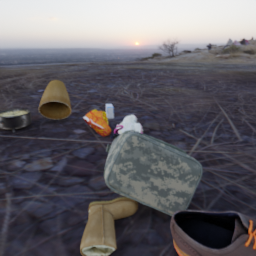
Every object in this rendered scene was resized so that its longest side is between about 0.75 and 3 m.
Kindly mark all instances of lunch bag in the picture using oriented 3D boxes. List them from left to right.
[{"bbox_3d":[0.456,0.937,6.689,2.062,1.437,1.730,23,-1,-7],"label":"lunch bag"}]

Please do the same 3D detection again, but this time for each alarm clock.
[{"bbox_3d":[-5.185,-0.445,12.741,1.506,0.743,2.233,-6,21,-16],"label":"alarm clock"}]

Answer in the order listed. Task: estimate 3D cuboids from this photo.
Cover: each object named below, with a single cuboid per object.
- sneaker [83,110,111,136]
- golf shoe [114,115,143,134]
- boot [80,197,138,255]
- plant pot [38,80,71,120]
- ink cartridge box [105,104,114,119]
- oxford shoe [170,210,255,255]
[{"bbox_3d":[-1.232,-0.328,11.822,0.900,0.851,2.333,-41,31,-7],"label":"sneaker"},{"bbox_3d":[-0.089,-0.020,11.153,1.021,0.840,2.232,0,14,-10],"label":"golf shoe"},{"bbox_3d":[-0.325,2.014,5.724,1.174,0.444,1.341,-8,19,-1],"label":"boot"},{"bbox_3d":[-3.496,-1.461,13.567,1.491,1.491,1.600,-2,57,-6],"label":"plant pot"},{"bbox_3d":[-0.943,-0.852,14.255,0.336,0.574,0.794,-3,18,-11],"label":"ink cartridge box"},{"bbox_3d":[2.032,1.945,4.330,2.928,1.062,1.042,3,49,26],"label":"oxford shoe"}]
